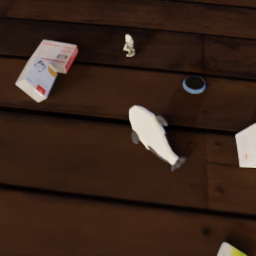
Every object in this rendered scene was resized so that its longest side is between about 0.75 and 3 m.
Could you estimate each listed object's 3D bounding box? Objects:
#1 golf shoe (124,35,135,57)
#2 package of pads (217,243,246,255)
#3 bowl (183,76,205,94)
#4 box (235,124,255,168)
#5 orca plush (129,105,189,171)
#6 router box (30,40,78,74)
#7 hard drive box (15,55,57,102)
[{"bbox_3d":[0.004,-4.112,14.006,0.512,1.084,0.421,-22,15,-28],"label":"golf shoe"},{"bbox_3d":[3.175,4.011,8.502,0.890,0.304,0.688,27,58,19],"label":"package of pads"},{"bbox_3d":[3.066,-2.023,12.991,1.021,0.200,1.021,0,54,0],"label":"bowl"},{"bbox_3d":[4.727,0.605,9.914,0.886,1.666,1.268,5,69,-12],"label":"box"},{"bbox_3d":[1.166,0.222,10.734,2.835,1.491,1.008,38,22,5],"label":"orca plush"},{"bbox_3d":[-3.676,-3.572,13.964,1.848,0.451,1.658,12,55,9],"label":"router box"},{"bbox_3d":[-3.978,-2.154,12.288,0.618,1.255,1.611,-18,45,32],"label":"hard drive box"}]
